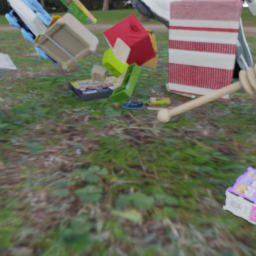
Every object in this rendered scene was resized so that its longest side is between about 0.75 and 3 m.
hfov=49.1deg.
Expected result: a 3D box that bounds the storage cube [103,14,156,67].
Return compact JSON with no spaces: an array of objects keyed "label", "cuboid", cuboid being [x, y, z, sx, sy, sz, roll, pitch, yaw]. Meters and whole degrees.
[{"label":"storage cube","cuboid":[0.042,-2.409,8.094,1.047,1.165,0.996,-31,63,4]}]

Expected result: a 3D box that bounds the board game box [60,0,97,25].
[{"label":"board game box","cuboid":[-2.034,-4.717,11.087,0.773,0.242,1.617,16,-13,45]}]

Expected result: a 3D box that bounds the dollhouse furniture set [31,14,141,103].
[{"label":"dollhouse furniture set","cuboid":[-0.631,-1.395,5.262,1.007,2.015,0.778,-18,45,45]}]

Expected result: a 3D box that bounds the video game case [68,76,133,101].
[{"label":"video game case","cuboid":[-1.314,-1.851,12.862,2.388,0.305,2.158,-13,28,-23]}]

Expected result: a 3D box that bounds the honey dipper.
[{"label":"honey dipper","cuboid":[1.301,-0.467,4.404,2.029,0.385,0.385,-24,7,38]}]

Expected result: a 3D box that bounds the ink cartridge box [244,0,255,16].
[{"label":"ink cartridge box","cuboid":[3.915,-4.250,8.555,0.793,1.355,0.456,-43,20,1]}]

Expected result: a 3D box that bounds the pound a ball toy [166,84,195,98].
[{"label":"pound a ball toy","cuboid":[2.596,-1.874,12.296,1.547,0.657,1.009,23,68,40]}]

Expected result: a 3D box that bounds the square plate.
[{"label":"square plate","cuboid":[-2.500,-2.737,7.526,0.230,1.604,1.620,-45,64,-5]}]

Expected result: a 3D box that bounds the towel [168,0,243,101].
[{"label":"towel","cuboid":[1.353,-1.425,5.206,1.261,1.751,0.199,15,33,30]}]

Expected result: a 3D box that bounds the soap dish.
[{"label":"soap dish","cuboid":[0.379,-3.018,10.210,1.395,0.720,1.774,15,49,-21]}]

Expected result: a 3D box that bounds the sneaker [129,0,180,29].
[{"label":"sneaker","cuboid":[1.009,-3.444,7.780,2.353,1.025,0.877,27,5,-13]}]

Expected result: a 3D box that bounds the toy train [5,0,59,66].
[{"label":"toy train","cuboid":[-3.004,-3.418,9.799,1.160,2.676,1.529,-41,4,15]}]

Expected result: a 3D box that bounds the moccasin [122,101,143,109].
[{"label":"moccasin","cuboid":[0.177,-0.929,10.903,0.810,0.276,0.326,-2,25,-5]}]

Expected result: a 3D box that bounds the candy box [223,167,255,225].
[{"label":"candy box","cuboid":[2.811,1.449,5.516,1.402,0.501,1.176,22,32,39]}]

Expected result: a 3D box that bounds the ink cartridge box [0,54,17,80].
[{"label":"ink cartridge box","cuboid":[-3.901,-1.465,7.170,1.156,0.544,2.459,-30,9,4]}]

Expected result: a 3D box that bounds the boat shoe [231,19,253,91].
[{"label":"boat shoe","cuboid":[2.094,-2.096,6.457,1.060,2.911,0.899,-17,34,37]}]

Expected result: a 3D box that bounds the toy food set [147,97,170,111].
[{"label":"toy food set","cuboid":[1.231,-1.080,11.231,0.933,0.271,1.351,4,25,8]}]
